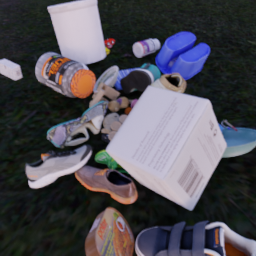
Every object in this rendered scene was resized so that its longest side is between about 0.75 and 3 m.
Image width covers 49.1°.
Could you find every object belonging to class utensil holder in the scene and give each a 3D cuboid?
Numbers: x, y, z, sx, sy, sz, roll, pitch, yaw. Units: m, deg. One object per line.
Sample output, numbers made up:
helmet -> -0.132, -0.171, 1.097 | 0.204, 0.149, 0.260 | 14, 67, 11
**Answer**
utensil holder -> -2.551, -4.937, 14.502 | 2.452, 2.885, 2.452 | -8, 28, 4

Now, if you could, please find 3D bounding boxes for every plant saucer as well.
plant saucer -> -0.920, -2.072, 12.587 | 1.547, 0.388, 1.547 | -35, 30, 24
plant saucer -> 3.036, 0.488, 9.101 | 2.432, 0.437, 2.432 | -8, 10, 2

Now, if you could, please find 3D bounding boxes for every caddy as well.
caddy -> 2.719, -3.537, 14.189 | 2.037, 1.513, 2.882 | 44, 53, 16

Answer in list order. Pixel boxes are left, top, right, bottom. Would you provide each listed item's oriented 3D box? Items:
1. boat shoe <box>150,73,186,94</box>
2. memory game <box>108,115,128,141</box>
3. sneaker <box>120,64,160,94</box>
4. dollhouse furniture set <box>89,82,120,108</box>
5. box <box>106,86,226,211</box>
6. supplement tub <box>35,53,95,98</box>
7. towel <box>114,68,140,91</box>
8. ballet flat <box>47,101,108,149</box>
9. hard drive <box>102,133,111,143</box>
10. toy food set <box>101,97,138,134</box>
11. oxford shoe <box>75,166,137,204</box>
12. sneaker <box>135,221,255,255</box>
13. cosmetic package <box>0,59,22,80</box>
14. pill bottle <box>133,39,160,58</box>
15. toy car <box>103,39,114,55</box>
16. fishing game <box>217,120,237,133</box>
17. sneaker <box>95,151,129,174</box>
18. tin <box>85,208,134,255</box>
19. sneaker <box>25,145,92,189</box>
boat shoe -> 1.743, -1.667, 10.692 | 0.862, 0.773, 2.330 | 53, 36, 9
memory game -> 0.342, 0.317, 9.670 | 2.067, 0.132, 2.067 | 4, 55, -6
sneaker -> 0.803, -2.154, 11.942 | 1.550, 1.073, 2.567 | -29, 13, -21
dollhouse furniture set -> -0.928, -1.121, 11.329 | 0.897, 1.047, 1.101 | 31, 9, -16
box -> 1.100, 0.528, 7.391 | 1.903, 2.210, 2.221 | 21, 71, 39
supplement tub -> -2.773, -2.304, 12.457 | 2.551, 1.563, 1.563 | 25, 44, 31
towel -> 0.271, -2.485, 13.765 | 2.369, 0.282, 1.715 | -13, 40, -17
ballet flat -> -1.584, -0.032, 10.177 | 0.992, 0.992, 2.759 | 29, 46, 32
hard drive -> -0.088, 0.315, 10.067 | 1.432, 0.271, 1.000 | 17, 41, 23
toy food set -> -0.025, -0.632, 10.848 | 1.735, 0.430, 2.729 | 3, 31, 1
oxford shoe -> -0.677, 1.428, 8.157 | 2.115, 0.771, 0.754 | 16, 41, 25
sneaker -> 1.540, 2.642, 6.340 | 2.791, 1.108, 1.095 | 6, 39, 10
cosmetic package -> -5.933, -2.920, 14.022 | 1.306, 0.664, 0.483 | 24, 43, 29
pill bottle -> 1.083, -4.628, 16.123 | 1.498, 0.834, 0.834 | -27, 45, -31
toy car -> -1.898, -4.787, 16.657 | 1.954, 0.463, 2.076 | 4, 37, 6
fishing game -> 2.618, -0.011, 10.090 | 2.255, 0.350, 1.614 | -9, 18, 0
sneaker -> -0.456, 1.096, 8.848 | 1.354, 0.501, 0.566 | 12, 35, 15
tin -> -0.381, 2.515, 6.202 | 0.409, 1.094, 1.954 | -33, 3, 12
sneaker -> -2.046, 1.005, 8.374 | 2.101, 0.833, 0.776 | -27, 18, -21
